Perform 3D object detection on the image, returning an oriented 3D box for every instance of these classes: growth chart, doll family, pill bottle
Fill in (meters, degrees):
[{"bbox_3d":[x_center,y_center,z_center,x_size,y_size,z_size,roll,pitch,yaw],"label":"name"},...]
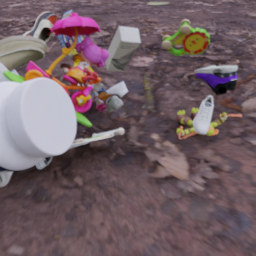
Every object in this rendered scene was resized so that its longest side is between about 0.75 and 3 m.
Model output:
[{"bbox_3d":[-1.284,0.336,6.380,2.378,0.211,1.721,-12,0,-42],"label":"growth chart"},{"bbox_3d":[-1.134,-1.470,8.364,0.969,2.149,1.334,-38,68,4],"label":"doll family"},{"bbox_3d":[-1.596,0.034,3.387,1.806,1.045,1.045,-12,26,25],"label":"pill bottle"}]

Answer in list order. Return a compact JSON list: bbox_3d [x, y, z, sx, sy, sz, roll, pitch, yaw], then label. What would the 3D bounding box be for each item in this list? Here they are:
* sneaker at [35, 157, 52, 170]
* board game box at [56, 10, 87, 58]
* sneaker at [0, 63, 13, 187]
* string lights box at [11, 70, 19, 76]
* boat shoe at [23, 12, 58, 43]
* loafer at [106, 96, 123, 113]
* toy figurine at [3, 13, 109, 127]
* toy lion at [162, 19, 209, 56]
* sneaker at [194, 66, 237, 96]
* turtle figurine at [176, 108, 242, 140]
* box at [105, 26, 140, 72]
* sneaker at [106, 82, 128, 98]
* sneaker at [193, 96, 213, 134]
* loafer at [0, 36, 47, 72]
[{"bbox_3d":[-1.938,0.703,6.639,0.295,0.305,0.834,-21,25,5],"label":"sneaker"},{"bbox_3d":[-1.647,-2.670,7.924,0.359,1.163,1.163,-8,21,32],"label":"board game box"},{"bbox_3d":[-2.733,0.016,5.652,0.959,2.603,1.504,-2,36,1],"label":"sneaker"},{"bbox_3d":[-2.892,-0.643,7.143,1.746,0.897,0.515,50,22,22],"label":"string lights box"},{"bbox_3d":[-2.279,-2.581,7.522,0.496,0.565,1.587,10,52,20],"label":"boat shoe"},{"bbox_3d":[-0.446,-0.701,8.096,0.381,0.381,1.091,-36,7,-20],"label":"loafer"},{"bbox_3d":[-1.014,-1.191,5.272,1.870,1.721,1.404,34,2,-21],"label":"toy figurine"},{"bbox_3d":[1.741,-2.516,8.229,1.110,1.158,0.397,32,47,-27],"label":"toy lion"},{"bbox_3d":[2.196,-1.184,7.124,0.509,0.728,1.463,-16,15,-15],"label":"sneaker"},{"bbox_3d":[2.050,-0.114,7.744,1.804,0.581,1.455,-22,26,-6],"label":"turtle figurine"},{"bbox_3d":[-0.182,-2.103,7.637,0.570,1.386,0.474,-1,70,-20],"label":"box"},{"bbox_3d":[-0.409,-1.202,9.622,0.823,0.475,0.303,-29,6,-6],"label":"sneaker"},{"bbox_3d":[1.641,-0.281,6.031,0.356,0.375,0.932,17,56,4],"label":"sneaker"},{"bbox_3d":[-2.979,-1.442,6.422,2.343,0.800,0.886,-19,-7,-15],"label":"loafer"}]
